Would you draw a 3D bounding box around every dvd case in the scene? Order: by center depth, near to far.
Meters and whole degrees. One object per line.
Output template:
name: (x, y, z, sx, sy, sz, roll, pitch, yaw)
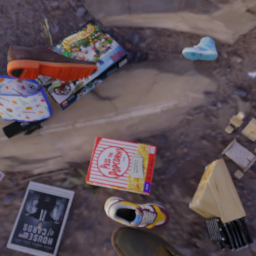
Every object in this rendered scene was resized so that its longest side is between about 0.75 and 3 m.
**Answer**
dvd case: (-2.457, 2.611, 8.031, 1.419, 0.234, 1.888, 12, 69, 5)

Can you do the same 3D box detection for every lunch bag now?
lunch bag: (-3.221, -0.873, 8.719, 1.558, 1.325, 0.965, 5, 55, 6)

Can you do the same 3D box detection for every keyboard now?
keyboard: (-3.278, -0.022, 9.069, 1.405, 0.278, 0.731, -29, 58, -15)

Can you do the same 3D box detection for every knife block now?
knife block: (2.810, 2.227, 7.866, 1.884, 0.687, 2.146, 31, 65, 2)

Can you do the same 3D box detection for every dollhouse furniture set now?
dollhouse furniture set: (3.367, 0.482, 8.495, 1.354, 0.775, 1.588, 41, 71, 17)

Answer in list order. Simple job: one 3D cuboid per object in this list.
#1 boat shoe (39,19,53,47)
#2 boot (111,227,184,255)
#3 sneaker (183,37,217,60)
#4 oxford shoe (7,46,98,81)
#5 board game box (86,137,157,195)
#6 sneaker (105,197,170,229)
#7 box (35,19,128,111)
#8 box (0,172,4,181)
boat shoe: (-2.925, -3.379, 9.989, 0.356, 0.972, 0.362, -8, 25, -4)
boot: (1.013, 3.178, 6.757, 2.836, 1.374, 1.059, 33, 57, -10)
sneaker: (2.537, -2.875, 10.003, 1.241, 0.494, 0.810, 4, 71, -8)
oxford shoe: (-2.185, -2.018, 8.375, 2.647, 0.942, 0.960, -2, 71, -28)
board game box: (-0.179, 1.130, 8.441, 1.891, 0.438, 1.432, 9, 69, 5)
sneaker: (0.326, 2.358, 7.404, 1.892, 0.852, 0.709, 13, 89, -15)
box: (-1.753, -2.244, 9.712, 2.939, 0.554, 2.007, -40, 74, -14)
box: (-4.238, 1.930, 7.981, 0.327, 0.350, 1.690, 17, 59, 21)
